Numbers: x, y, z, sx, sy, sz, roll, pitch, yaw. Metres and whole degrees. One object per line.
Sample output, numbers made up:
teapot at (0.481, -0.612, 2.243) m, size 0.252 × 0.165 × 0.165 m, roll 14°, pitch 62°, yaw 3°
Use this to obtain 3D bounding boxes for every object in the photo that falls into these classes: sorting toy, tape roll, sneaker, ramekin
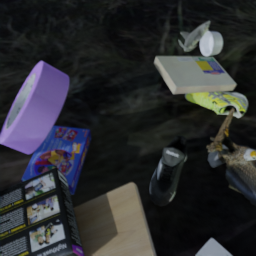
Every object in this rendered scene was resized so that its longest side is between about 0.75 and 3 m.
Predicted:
sorting toy at (-0.385, 2.632, 6.618) m, size 1.995 × 0.694 × 1.983 m, roll -26°, pitch 51°, yaw 12°
tape roll at (-2.935, -0.627, 8.710) m, size 0.915 × 2.788 × 2.788 m, roll 28°, pitch 38°, yaw -29°
sneaker at (3.230, -0.999, 10.329) m, size 2.293 × 0.864 × 0.876 m, roll 13°, pitch 44°, yaw 13°
sneaker at (1.208, 1.115, 8.191) m, size 0.784 × 1.067 × 2.359 m, roll 17°, pitch 49°, yaw 17°
ramekin at (3.455, -3.492, 11.614) m, size 0.495 × 1.015 × 1.015 m, roll -8°, pitch 46°, yaw -18°

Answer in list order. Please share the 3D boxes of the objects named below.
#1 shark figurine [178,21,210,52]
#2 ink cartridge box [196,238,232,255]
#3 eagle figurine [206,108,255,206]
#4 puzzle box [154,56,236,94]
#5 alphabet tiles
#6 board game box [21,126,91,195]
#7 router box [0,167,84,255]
shark figurine at (2.236, -3.305, 10.482) m, size 0.793 × 1.136 × 1.901 m, roll 41°, pitch 57°, yaw -1°
ink cartridge box at (1.559, 3.548, 5.705) m, size 1.789 × 1.312 × 1.306 m, roll -34°, pitch 56°, yaw -27°
eagle figurine at (3.524, 0.942, 7.953) m, size 2.484 × 1.885 × 1.875 m, roll 32°, pitch 24°, yaw 7°
puzzle box at (2.441, -1.968, 10.233) m, size 2.631 × 0.334 × 1.750 m, roll -5°, pitch 49°, yaw -23°
alphabet tiles at (4.229, 1.455, 8.563) m, size 1.700 × 0.077 × 2.034 m, roll 25°, pitch 51°, yaw 22°
board game box at (-2.151, 0.918, 8.770) m, size 1.478 × 0.492 × 2.199 m, roll 6°, pitch 47°, yaw 6°
router box at (-2.730, 2.514, 6.563) m, size 2.968 × 0.758 × 2.214 m, roll -23°, pitch 51°, yaw -2°
